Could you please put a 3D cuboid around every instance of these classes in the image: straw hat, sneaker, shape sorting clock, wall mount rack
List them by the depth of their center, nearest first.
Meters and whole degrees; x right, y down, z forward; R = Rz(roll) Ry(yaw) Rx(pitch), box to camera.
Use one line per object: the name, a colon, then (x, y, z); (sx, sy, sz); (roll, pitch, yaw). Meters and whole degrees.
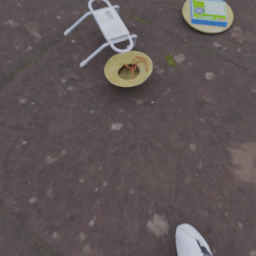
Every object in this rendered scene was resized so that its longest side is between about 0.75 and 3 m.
sneaker: (1.145, 3.615, 6.186); (1.567, 1.024, 2.726); (-3, 65, -18)
straw hat: (0.043, -1.901, 10.042); (1.709, 0.723, 1.709); (-2, 61, 3)
wall mount rack: (-1.075, -3.622, 10.840); (2.375, 1.019, 2.733); (-23, 73, -17)
shape sorting clock: (3.423, -4.908, 12.079); (2.182, 0.428, 2.182); (2, 61, -3)
